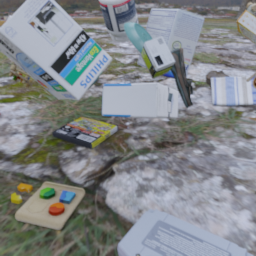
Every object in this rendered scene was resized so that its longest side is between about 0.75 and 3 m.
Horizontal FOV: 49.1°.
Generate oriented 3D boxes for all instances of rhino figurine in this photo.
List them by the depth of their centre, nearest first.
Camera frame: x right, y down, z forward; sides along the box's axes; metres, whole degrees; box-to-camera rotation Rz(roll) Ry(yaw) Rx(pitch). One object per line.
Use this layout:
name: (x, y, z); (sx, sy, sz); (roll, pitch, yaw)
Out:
rhino figurine: (4.841, -1.958, 13.178); (2.715, 0.812, 1.187); (35, 30, 28)

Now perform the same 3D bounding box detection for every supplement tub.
supplement tub: (-0.354, -4.758, 11.628); (1.407, 2.005, 1.407); (-6, 52, 8)

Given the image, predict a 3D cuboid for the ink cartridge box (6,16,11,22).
ink cartridge box: (-4.271, -3.564, 10.685); (0.925, 1.607, 0.545); (48, 26, 7)

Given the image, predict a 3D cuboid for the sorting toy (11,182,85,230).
sorting toy: (-2.077, 1.732, 6.720); (1.742, 0.233, 1.298); (7, 28, 14)

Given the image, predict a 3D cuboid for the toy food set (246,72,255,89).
toy food set: (3.848, -1.417, 7.794); (0.839, 0.244, 1.215); (-43, 31, 9)

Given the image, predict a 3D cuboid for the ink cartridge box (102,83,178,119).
ink cartridge box: (0.314, -0.521, 5.790); (1.127, 0.661, 1.539); (3, 4, 23)

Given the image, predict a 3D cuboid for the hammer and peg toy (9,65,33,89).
hammer and peg toy: (-3.488, -1.639, 9.067); (0.692, 0.332, 0.941); (30, -11, -1)

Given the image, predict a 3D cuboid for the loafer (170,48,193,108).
loafer: (1.733, -1.537, 8.683); (0.593, 1.884, 0.677); (-22, 15, 9)

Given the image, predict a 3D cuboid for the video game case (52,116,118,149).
video game case: (-1.491, 0.116, 9.886); (1.726, 0.220, 1.560); (15, 31, 28)

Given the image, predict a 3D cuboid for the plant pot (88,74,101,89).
plant pot: (-1.434, -2.185, 10.413); (0.964, 0.964, 1.364); (40, 37, -1)

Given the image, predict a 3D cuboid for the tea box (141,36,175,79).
tea box: (0.839, -2.025, 8.160); (0.577, 0.863, 0.849); (-24, -7, -11)

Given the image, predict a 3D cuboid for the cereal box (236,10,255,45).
cereal box: (3.927, -2.335, 7.716); (2.039, 0.403, 1.467); (42, 20, 12)

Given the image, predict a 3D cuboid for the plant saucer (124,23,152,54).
plant saucer: (0.526, -3.173, 10.023); (0.294, 1.638, 1.638); (-35, 10, 31)

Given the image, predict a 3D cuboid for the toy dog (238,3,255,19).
toy dog: (4.051, -3.701, 9.245); (0.412, 0.855, 0.564); (8, 53, -13)

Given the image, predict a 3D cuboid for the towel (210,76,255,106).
towel: (4.734, -1.652, 12.297); (2.134, 0.254, 1.567); (0, 59, 14)

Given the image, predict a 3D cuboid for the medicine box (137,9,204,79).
medicine box: (1.653, -3.512, 11.638); (1.290, 2.506, 2.282); (5, 20, -25)

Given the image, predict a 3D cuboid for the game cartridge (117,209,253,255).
game cartridge: (1.005, 2.431, 5.203); (2.242, 0.454, 1.495); (17, 28, 30)

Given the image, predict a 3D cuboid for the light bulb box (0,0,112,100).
light bulb box: (-2.017, -1.970, 7.381); (1.431, 2.293, 2.273); (-53, 24, -12)
